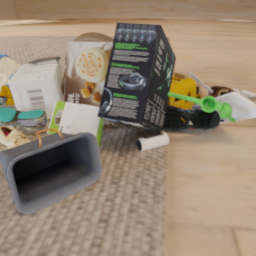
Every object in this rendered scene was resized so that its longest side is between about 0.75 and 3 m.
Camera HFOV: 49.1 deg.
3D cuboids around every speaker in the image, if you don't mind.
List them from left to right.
[{"bbox_3d":[0.688,0.402,7.968,0.912,0.370,0.370,-12,29,-23],"label":"speaker"}]

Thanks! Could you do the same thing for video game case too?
[{"bbox_3d":[2.743,-1.734,10.635,0.922,0.112,1.012,50,20,28],"label":"video game case"}]

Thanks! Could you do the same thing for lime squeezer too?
[{"bbox_3d":[2.246,-0.592,7.547,2.356,0.444,0.832,18,12,-21],"label":"lime squeezer"}]

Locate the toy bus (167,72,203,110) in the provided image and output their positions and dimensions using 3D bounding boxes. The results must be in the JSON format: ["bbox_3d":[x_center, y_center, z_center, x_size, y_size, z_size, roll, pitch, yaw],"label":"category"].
[{"bbox_3d":[1.837,-1.328,10.296,2.502,1.370,2.651,0,26,-1],"label":"toy bus"}]

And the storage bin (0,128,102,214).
[{"bbox_3d":[-1.878,0.716,6.346,2.040,1.485,1.370,-22,24,-37],"label":"storage bin"}]

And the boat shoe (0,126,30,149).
[{"bbox_3d":[-3.237,0.308,7.983,1.455,0.503,0.536,18,31,30],"label":"boat shoe"}]

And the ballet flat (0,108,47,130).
[{"bbox_3d":[-3.413,-0.213,8.730,1.962,0.706,0.706,3,26,13],"label":"ballet flat"}]

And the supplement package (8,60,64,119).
[{"bbox_3d":[-3.220,-1.442,10.328,1.485,1.480,2.531,-9,27,-5],"label":"supplement package"}]

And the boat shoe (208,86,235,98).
[{"bbox_3d":[3.648,-1.209,10.502,0.744,0.746,2.069,31,13,-33],"label":"boat shoe"}]

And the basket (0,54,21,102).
[{"bbox_3d":[-5.472,-2.088,11.184,2.457,1.709,2.166,28,26,-6],"label":"basket"}]

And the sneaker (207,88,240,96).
[{"bbox_3d":[3.911,-1.357,11.513,1.287,0.484,0.570,4,-4,32],"label":"sneaker"}]

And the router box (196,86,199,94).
[{"bbox_3d":[2.335,-1.676,12.001,0.986,0.327,1.254,-4,19,-7],"label":"router box"}]

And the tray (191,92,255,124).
[{"bbox_3d":[2.852,-0.589,8.203,1.207,0.249,2.249,29,-11,-10],"label":"tray"}]

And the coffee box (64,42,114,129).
[{"bbox_3d":[-1.155,-1.295,8.811,1.462,2.556,1.019,2,-8,5],"label":"coffee box"}]

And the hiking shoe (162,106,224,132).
[{"bbox_3d":[1.858,-0.222,9.023,2.213,0.823,0.959,8,-1,26],"label":"hiking shoe"}]

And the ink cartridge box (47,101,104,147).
[{"bbox_3d":[-1.390,-0.121,7.730,1.378,0.522,1.018,9,71,0],"label":"ink cartridge box"}]

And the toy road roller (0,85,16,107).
[{"bbox_3d":[-4.426,-1.176,10.388,0.982,0.717,0.604,7,-2,-28],"label":"toy road roller"}]

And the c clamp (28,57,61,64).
[{"bbox_3d":[-3.167,-2.564,10.695,1.269,0.172,1.084,-14,19,-18],"label":"c clamp"}]

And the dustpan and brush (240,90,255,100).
[{"bbox_3d":[4.756,-1.388,11.685,1.239,0.355,0.865,31,27,36],"label":"dustpan and brush"}]

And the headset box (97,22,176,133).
[{"bbox_3d":[0.391,-1.364,7.982,1.259,2.713,2.362,11,-2,20],"label":"headset box"}]

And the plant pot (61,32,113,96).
[{"bbox_3d":[-1.484,-1.972,10.857,2.613,2.613,2.279,7,46,13],"label":"plant pot"}]
